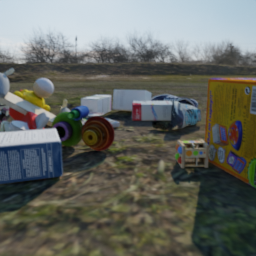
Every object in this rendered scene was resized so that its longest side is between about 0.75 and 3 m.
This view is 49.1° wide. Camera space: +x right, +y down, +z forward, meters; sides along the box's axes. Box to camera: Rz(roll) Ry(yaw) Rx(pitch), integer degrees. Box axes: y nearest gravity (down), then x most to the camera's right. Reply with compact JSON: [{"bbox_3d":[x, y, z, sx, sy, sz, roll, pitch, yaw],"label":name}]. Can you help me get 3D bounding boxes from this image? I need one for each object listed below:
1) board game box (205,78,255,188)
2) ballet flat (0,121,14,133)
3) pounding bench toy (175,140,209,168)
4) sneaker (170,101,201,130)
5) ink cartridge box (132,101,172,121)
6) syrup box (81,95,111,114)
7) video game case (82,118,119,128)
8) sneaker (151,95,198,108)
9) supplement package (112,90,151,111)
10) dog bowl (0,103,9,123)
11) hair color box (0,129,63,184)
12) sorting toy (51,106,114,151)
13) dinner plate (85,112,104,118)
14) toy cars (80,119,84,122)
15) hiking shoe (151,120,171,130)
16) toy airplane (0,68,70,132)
[{"bbox_3d":[3.339,-0.054,6.602,2.164,2.165,2.163,-3,12,-16],"label":"board game box"},{"bbox_3d":[-4.039,0.209,8.567,2.558,0.949,0.949,-8,14,-33],"label":"ballet flat"},{"bbox_3d":[1.582,0.618,7.290,0.735,0.586,0.943,-1,12,-2],"label":"pounding bench toy"},{"bbox_3d":[2.474,-0.590,11.838,1.239,1.114,2.871,6,13,13],"label":"sneaker"},{"bbox_3d":[1.171,-0.848,13.674,1.925,0.797,1.403,1,12,3],"label":"ink cartridge box"},{"bbox_3d":[-1.668,-1.212,15.026,0.917,0.948,2.328,4,11,13],"label":"syrup box"},{"bbox_3d":[-1.744,-0.203,12.029,1.953,0.236,2.142,-8,13,-32],"label":"video game case"},{"bbox_3d":[2.464,-1.291,15.435,2.726,0.955,1.479,6,11,12],"label":"sneaker"},{"bbox_3d":[0.229,-1.497,15.607,1.872,1.135,1.121,5,1,22],"label":"supplement package"},{"bbox_3d":[-6.604,-0.716,12.895,2.395,0.883,2.395,0,13,0],"label":"dog bowl"},{"bbox_3d":[-3.033,0.660,6.371,2.882,0.872,1.441,-4,13,-18],"label":"hair color box"},{"bbox_3d":[-1.492,0.047,8.224,2.178,1.309,0.894,3,12,18],"label":"sorting toy"},{"bbox_3d":[-1.712,-0.601,13.048,1.175,0.142,1.175,-1,11,0],"label":"dinner plate"},{"bbox_3d":[-3.117,-0.433,11.559,2.723,0.603,1.221,-1,13,26],"label":"toy cars"},{"bbox_3d":[1.294,-0.117,11.085,0.801,0.304,0.403,1,-25,25],"label":"hiking shoe"},{"bbox_3d":[-3.098,-0.671,9.162,2.934,2.079,2.947,29,-3,8],"label":"toy airplane"}]
